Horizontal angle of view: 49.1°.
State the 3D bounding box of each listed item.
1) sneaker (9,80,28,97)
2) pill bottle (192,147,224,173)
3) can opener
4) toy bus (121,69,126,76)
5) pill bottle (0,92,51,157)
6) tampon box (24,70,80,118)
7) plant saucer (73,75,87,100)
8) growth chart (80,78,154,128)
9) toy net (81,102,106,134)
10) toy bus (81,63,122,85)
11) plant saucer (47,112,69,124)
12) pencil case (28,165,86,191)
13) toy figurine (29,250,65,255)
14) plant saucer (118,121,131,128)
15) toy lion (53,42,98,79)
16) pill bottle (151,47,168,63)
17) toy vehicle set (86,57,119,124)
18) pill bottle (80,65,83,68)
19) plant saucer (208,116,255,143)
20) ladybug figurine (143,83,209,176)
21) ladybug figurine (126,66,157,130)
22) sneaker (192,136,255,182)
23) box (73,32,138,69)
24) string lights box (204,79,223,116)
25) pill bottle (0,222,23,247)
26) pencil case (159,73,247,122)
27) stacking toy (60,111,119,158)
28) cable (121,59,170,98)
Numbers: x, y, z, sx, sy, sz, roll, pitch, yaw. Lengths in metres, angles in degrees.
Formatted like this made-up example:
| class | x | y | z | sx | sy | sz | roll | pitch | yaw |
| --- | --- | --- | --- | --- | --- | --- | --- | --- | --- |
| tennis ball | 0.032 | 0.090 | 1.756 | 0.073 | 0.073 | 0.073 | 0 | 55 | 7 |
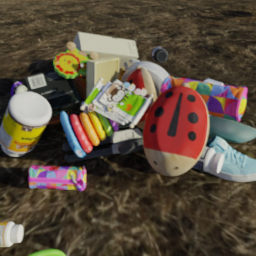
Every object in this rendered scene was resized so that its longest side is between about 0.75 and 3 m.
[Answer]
| class | x | y | z | sx | sy | sz | roll | pitch | yaw |
| --- | --- | --- | --- | --- | --- | --- | --- | --- | --- |
| sneaker | -3.903 | -1.142 | 9.968 | 0.739 | 1.486 | 0.517 | 43 | 54 | 17 |
| pill bottle | 2.257 | 0.924 | 8.747 | 1.285 | 0.744 | 0.744 | 17 | 37 | 30 |
| can opener | -0.779 | 0.633 | 9.830 | 2.942 | 0.785 | 0.984 | -11 | 6 | -14 |
| toy bus | 0.128 | -2.327 | 12.134 | 0.891 | 0.290 | 0.349 | 21 | 32 | 24 |
| pill bottle | -3.428 | -0.008 | 9.091 | 1.261 | 2.309 | 1.261 | 20 | 46 | -22 |
| tampon box | -2.843 | -1.238 | 10.688 | 1.607 | 1.354 | 2.144 | -19 | 0 | -14 |
| plant saucer | -1.502 | -1.499 | 11.811 | 2.401 | 0.387 | 2.401 | 42 | 16 | -14 |
| growth chart | -0.321 | -0.817 | 8.458 | 1.930 | 0.171 | 1.397 | 22 | 76 | 15 |
| toy net | -1.071 | -0.431 | 9.603 | 0.260 | 1.346 | 0.706 | -13 | 35 | 36 |
| toy bus | -0.823 | -1.831 | 11.718 | 0.912 | 2.803 | 1.097 | -2 | 71 | 23 |
| plant saucer | -3.383 | -0.592 | 12.373 | 1.544 | 0.249 | 1.544 | -1 | 34 | 1 |
| pencil case | -2.172 | 1.549 | 8.677 | 1.810 | 0.800 | 0.800 | 0 | 34 | 6 |
| toy figurine | -1.549 | 3.971 | 4.454 | 2.804 | 2.105 | 2.580 | -40 | 56 | -15 |
| plant saucer | -0.327 | -0.477 | 12.011 | 2.130 | 0.410 | 2.130 | -1 | 30 | 0 |
| toy lion | -1.846 | -2.234 | 9.721 | 1.354 | 0.465 | 1.298 | 20 | 63 | -10 |
| pill bottle | 1.417 | -3.242 | 12.481 | 0.640 | 0.640 | 1.144 | -2 | 21 | -3 |
| toy vehicle set | -0.904 | -1.206 | 10.238 | 0.342 | 2.580 | 1.603 | 13 | 22 | 26 |
| pill bottle | -2.330 | -3.609 | 15.781 | 1.481 | 1.481 | 2.702 | -3 | 34 | -5 |
| plant saucer | 3.202 | 0.102 | 9.848 | 2.607 | 0.502 | 2.607 | 17 | -3 | 1 |
| ladybug figurine | 1.374 | -0.019 | 8.253 | 1.942 | 2.862 | 1.029 | 8 | -10 | 15 |
| ladybug figurine | 0.492 | -0.997 | 10.156 | 0.878 | 2.442 | 1.657 | -14 | 6 | -8 |
| sneaker | 3.108 | 0.914 | 9.282 | 2.849 | 1.167 | 1.053 | 11 | 36 | 16 |
| box | -0.949 | -3.104 | 11.458 | 2.543 | 1.045 | 0.869 | 0 | 69 | -30 |
| string lights box | 2.940 | -0.965 | 11.882 | 0.801 | 1.397 | 2.718 | 27 | 42 | 34 |
| pill bottle | -3.285 | 2.705 | 7.109 | 1.095 | 0.598 | 0.598 | -1 | 34 | -2 |
| pencil case | 2.434 | -1.012 | 9.400 | 2.878 | 1.272 | 1.272 | 16 | 37 | 29 |
| stacking toy | -0.797 | -0.162 | 8.980 | 2.417 | 1.403 | 1.327 | -25 | 66 | -5 |
| cable | 0.749 | -1.619 | 11.398 | 2.184 | 2.184 | 0.756 | 11 | 39 | 24 |
